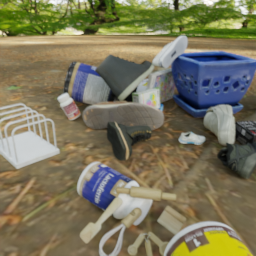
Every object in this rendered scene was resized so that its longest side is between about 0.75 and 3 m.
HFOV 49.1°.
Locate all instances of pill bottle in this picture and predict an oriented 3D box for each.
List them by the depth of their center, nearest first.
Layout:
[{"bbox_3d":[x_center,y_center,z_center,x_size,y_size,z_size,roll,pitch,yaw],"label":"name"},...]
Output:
[{"bbox_3d":[1.289,2.304,3.316,1.232,1.232,2.255,-4,24,-10],"label":"pill bottle"},{"bbox_3d":[-0.279,1.374,5.889,1.456,0.842,0.842,24,31,26],"label":"pill bottle"},{"bbox_3d":[-2.284,-0.815,10.791,0.524,0.957,0.524,-22,25,11],"label":"pill bottle"},{"bbox_3d":[-1.113,-1.626,11.613,2.831,1.583,1.583,15,23,-5],"label":"pill bottle"}]

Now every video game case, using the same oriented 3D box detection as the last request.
[{"bbox_3d":[1.489,-1.787,12.392,0.200,1.586,2.216,31,36,29],"label":"video game case"}]

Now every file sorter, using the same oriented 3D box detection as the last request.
[{"bbox_3d":[-3.189,0.142,8.414,1.329,1.192,1.915,-21,31,-39],"label":"file sorter"}]

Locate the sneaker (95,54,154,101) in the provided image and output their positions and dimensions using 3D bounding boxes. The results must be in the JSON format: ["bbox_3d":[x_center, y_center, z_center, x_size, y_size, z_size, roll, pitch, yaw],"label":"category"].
[{"bbox_3d":[-0.041,-2.272,10.494,1.067,1.515,2.853,-39,9,36],"label":"sneaker"}]

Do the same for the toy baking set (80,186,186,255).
[{"bbox_3d":[0.111,1.694,5.031,1.814,0.211,1.393,10,57,8],"label":"toy baking set"}]

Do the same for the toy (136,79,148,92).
[{"bbox_3d":[0.095,-1.768,13.536,2.345,0.554,1.350,-12,33,-5],"label":"toy"}]

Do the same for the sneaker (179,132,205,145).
[{"bbox_3d":[2.076,0.306,8.971,0.857,0.372,0.321,0,40,-8],"label":"sneaker"}]

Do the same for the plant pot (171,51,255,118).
[{"bbox_3d":[3.306,-1.814,11.549,2.549,2.292,2.550,-6,24,-15],"label":"plant pot"}]

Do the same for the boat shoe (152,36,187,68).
[{"bbox_3d":[1.651,-3.053,11.053,0.622,0.700,1.903,19,51,39],"label":"boat shoe"}]

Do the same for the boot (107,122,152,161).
[{"bbox_3d":[0.219,0.304,8.621,1.458,0.816,2.107,1,24,-15],"label":"boot"}]

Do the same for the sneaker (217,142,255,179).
[{"bbox_3d":[3.147,0.646,7.713,1.014,0.676,1.769,29,41,29],"label":"sneaker"}]

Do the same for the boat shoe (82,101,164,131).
[{"bbox_3d":[-0.145,-0.531,10.151,2.908,1.101,1.044,5,23,8],"label":"boat shoe"}]

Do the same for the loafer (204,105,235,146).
[{"bbox_3d":[3.046,-0.114,9.432,0.972,0.974,2.784,-1,16,17],"label":"loafer"}]

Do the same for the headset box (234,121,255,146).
[{"bbox_3d":[4.380,0.221,8.955,1.566,0.605,1.165,-3,24,-9],"label":"headset box"}]

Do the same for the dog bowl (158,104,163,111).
[{"bbox_3d":[0.865,-0.637,11.197,0.782,0.348,1.403,8,25,34],"label":"dog bowl"}]

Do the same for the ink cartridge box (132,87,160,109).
[{"bbox_3d":[0.840,-1.086,10.828,1.441,0.748,0.427,-19,23,-35],"label":"ink cartridge box"}]
